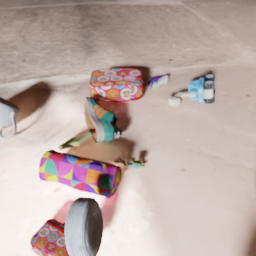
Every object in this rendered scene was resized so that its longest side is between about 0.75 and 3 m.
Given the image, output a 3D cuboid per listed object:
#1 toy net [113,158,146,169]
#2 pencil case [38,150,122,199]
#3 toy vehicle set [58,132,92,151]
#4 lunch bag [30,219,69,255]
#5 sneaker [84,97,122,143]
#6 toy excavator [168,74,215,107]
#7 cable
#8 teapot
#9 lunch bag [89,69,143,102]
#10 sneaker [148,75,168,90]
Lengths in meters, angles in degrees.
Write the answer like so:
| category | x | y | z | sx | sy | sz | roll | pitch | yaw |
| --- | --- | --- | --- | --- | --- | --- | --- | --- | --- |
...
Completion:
| category | x | y | z | sx | sy | sz | roll | pitch | yaw |
| --- | --- | --- | --- | --- | --- | --- | --- | --- | --- |
| toy net | 0.015 | 1.276 | 10.518 | 1.240 | 0.239 | 0.650 | 11 | 12 | 29 |
| pencil case | -1.653 | 1.566 | 9.578 | 2.830 | 1.251 | 1.251 | 11 | 40 | 14 |
| toy vehicle set | -2.056 | 0.524 | 10.745 | 1.235 | 0.164 | 0.767 | -16 | 15 | 40 |
| lunch bag | -1.989 | 3.229 | 8.040 | 1.317 | 0.540 | 1.160 | 19 | 38 | 20 |
| sneaker | -1.163 | -0.384 | 12.225 | 1.184 | 1.058 | 2.964 | -3 | 38 | -22 |
| toy excavator | 3.190 | -1.720 | 13.948 | 2.150 | 1.074 | 2.091 | -1 | 35 | 20 |
| cable | -1.138 | 2.670 | 7.421 | 0.562 | 1.625 | 1.625 | -4 | 7 | 11 |
| teapot | -5.736 | -0.515 | 11.927 | 2.042 | 1.511 | 2.069 | 25 | 1 | -24 |
| lunch bag | -0.614 | -2.369 | 14.494 | 2.730 | 1.119 | 2.405 | 0 | 39 | 0 |
| sneaker | 1.614 | -2.625 | 15.341 | 1.357 | 0.472 | 0.675 | -32 | 48 | -33 |
